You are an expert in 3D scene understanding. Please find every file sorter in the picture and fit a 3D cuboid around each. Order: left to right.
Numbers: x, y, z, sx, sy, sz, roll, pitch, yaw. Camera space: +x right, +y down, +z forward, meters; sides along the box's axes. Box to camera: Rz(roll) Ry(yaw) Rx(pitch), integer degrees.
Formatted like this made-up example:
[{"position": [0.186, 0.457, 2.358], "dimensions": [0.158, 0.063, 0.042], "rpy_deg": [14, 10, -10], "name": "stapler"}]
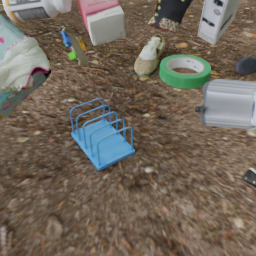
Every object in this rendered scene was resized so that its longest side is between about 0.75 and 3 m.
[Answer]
[{"position": [-0.774, 0.092, 8.044], "dimensions": [1.205, 1.066, 1.737], "rpy_deg": [-24, 46, -24], "name": "file sorter"}]

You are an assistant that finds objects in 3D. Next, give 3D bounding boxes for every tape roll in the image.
[{"position": [2.286, -2.316, 11.315], "dimensions": [1.997, 0.480, 1.997], "rpy_deg": [0, 40, 0], "name": "tape roll"}]

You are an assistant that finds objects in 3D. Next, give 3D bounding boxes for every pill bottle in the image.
[{"position": [-2.880, -4.050, 8.934], "dimensions": [1.900, 1.106, 1.106], "rpy_deg": [-3, 40, 10], "name": "pill bottle"}]

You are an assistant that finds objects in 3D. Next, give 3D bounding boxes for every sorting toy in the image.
[{"position": [-1.089, -1.614, 5.683], "dimensions": [0.183, 0.755, 1.342], "rpy_deg": [-23, 10, 10], "name": "sorting toy"}]

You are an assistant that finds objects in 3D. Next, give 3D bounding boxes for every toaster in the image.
[{"position": [2.112, -0.467, 5.429], "dimensions": [1.066, 0.937, 1.650], "rpy_deg": [9, 12, 35], "name": "toaster"}]

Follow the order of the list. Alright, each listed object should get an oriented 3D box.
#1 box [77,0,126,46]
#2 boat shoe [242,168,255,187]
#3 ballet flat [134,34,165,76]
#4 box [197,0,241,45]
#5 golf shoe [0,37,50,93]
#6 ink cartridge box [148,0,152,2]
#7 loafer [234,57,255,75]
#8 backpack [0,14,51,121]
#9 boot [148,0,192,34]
[{"position": [-0.912, -3.787, 9.206], "dimensions": [1.151, 0.981, 1.801], "rpy_deg": [-20, 62, -7], "name": "box"}, {"position": [3.429, 1.535, 6.887], "dimensions": [1.283, 0.469, 0.402], "rpy_deg": [41, 91, 26], "name": "boat shoe"}, {"position": [0.942, -3.268, 12.085], "dimensions": [0.988, 0.914, 2.801], "rpy_deg": [12, 42, 11], "name": "ballet flat"}, {"position": [2.633, -3.466, 7.791], "dimensions": [0.628, 2.087, 1.218], "rpy_deg": [34, 78, 17], "name": "box"}, {"position": [-1.381, -0.568, 3.197], "dimensions": [1.076, 0.492, 0.405], "rpy_deg": [-41, 15, -10], "name": "golf shoe"}, {"position": [0.592, -4.764, 8.873], "dimensions": [0.614, 1.064, 1.457], "rpy_deg": [-29, 3, 14], "name": "ink cartridge box"}, {"position": [5.024, -2.646, 11.680], "dimensions": [1.930, 0.694, 0.608], "rpy_deg": [-16, 24, -27], "name": "loafer"}, {"position": [-3.040, -1.247, 5.949], "dimensions": [1.946, 1.697, 2.214], "rpy_deg": [41, 86, 1], "name": "backpack"}, {"position": [0.889, -3.581, 7.932], "dimensions": [1.809, 1.362, 0.662], "rpy_deg": [21, 18, 5], "name": "boot"}]
